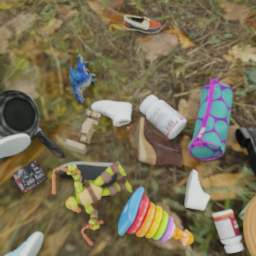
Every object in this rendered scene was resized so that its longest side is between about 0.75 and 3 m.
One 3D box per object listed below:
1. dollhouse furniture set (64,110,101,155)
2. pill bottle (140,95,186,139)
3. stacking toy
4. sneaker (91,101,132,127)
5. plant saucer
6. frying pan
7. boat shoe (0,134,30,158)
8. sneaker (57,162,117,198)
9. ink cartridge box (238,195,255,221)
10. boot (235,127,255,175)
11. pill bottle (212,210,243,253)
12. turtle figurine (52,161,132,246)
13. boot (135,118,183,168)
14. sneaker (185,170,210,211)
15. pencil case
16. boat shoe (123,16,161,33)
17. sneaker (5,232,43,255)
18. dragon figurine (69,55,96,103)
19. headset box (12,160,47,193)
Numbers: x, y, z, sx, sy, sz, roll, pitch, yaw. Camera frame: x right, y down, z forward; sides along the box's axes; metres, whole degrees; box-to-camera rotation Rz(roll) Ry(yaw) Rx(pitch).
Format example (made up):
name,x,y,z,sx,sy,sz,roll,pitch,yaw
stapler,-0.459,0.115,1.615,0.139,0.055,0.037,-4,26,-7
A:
name,x,y,z,sx,sy,sz,roll,pitch,yaw
dollhouse furniture set,-1.461,-0.008,9.112,0.654,0.765,1.477,18,63,7
pill bottle,1.130,-0.384,9.271,0.823,0.823,1.452,-39,69,-19
stacking toy,0.842,2.636,7.626,2.031,1.115,1.179,25,44,-1
sneaker,-0.578,-0.463,9.500,1.387,0.511,0.802,1,60,1
plant saucer,4.172,2.813,7.373,2.320,0.434,2.320,7,63,-13
frying pan,-3.123,-0.239,9.076,2.800,0.456,1.693,17,102,4
boat shoe,-4.118,0.570,8.776,2.029,0.717,0.646,-22,51,-12
sneaker,-1.217,1.559,8.297,1.814,0.678,0.963,-2,61,-2
ink cartridge box,4.003,2.709,7.768,0.832,0.475,1.602,-39,69,-23
boot,4.637,0.542,8.798,1.878,0.747,2.158,-13,59,-6
pill bottle,2.724,2.801,7.612,0.561,0.561,1.025,-13,71,-7
turtle figurine,-0.904,1.868,7.765,1.939,0.774,2.404,-25,100,-13
boot,0.993,0.481,9.064,1.430,0.622,1.719,9,53,-13
sneaker,2.096,1.866,8.324,0.665,0.424,1.150,14,68,1
pencil case,2.691,-0.254,9.012,1.075,1.167,2.526,-4,54,36
boat shoe,0.600,-4.332,11.607,1.605,0.502,0.571,8,60,3
sneaker,-3.006,3.447,7.289,0.744,0.672,1.817,26,61,16
dragon figurine,-1.824,-1.903,10.162,1.030,0.610,2.072,-19,71,-19
headset box,-3.019,1.498,8.509,0.880,0.340,0.655,-33,70,-16
